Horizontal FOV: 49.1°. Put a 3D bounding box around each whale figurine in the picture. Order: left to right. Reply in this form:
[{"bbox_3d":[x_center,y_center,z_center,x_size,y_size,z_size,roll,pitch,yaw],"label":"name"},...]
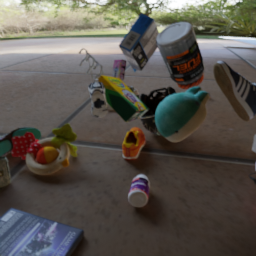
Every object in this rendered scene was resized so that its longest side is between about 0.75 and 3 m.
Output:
[{"bbox_3d":[1.523,-0.612,8.170,1.162,1.782,2.240,41,41,-9],"label":"whale figurine"}]

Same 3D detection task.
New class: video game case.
[{"bbox_3d":[-2.439,2.747,6.655,2.276,0.216,1.626,10,27,19],"label":"video game case"}]

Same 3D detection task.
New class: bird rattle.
[{"bbox_3d":[-2.927,0.790,9.868,2.336,1.316,1.905,-9,42,-12],"label":"bird rattle"}]

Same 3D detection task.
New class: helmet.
[{"bbox_3d":[1.410,-0.619,11.920,1.999,1.906,1.999,-3,-17,-1],"label":"helmet"}]

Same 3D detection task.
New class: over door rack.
[{"bbox_3d":[-1.348,-2.133,11.026,0.566,1.700,1.256,-35,59,-8],"label":"over door rack"}]

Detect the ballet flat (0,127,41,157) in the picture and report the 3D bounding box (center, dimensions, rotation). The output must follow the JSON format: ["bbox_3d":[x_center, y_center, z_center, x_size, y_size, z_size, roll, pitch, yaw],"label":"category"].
[{"bbox_3d":[-4.571,0.534,10.748,0.894,0.894,2.486,16,28,32],"label":"ballet flat"}]

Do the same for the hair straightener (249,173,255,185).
[{"bbox_3d":[4.093,1.736,7.996,1.386,0.284,0.533,38,59,17],"label":"hair straightener"}]

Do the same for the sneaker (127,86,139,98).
[{"bbox_3d":[-0.128,-2.079,16.447,2.037,0.809,0.799,20,33,39],"label":"sneaker"}]

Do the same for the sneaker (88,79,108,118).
[{"bbox_3d":[-0.610,-0.633,5.688,0.343,0.860,0.560,-6,59,2],"label":"sneaker"}]

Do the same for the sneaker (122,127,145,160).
[{"bbox_3d":[0.264,0.413,10.973,0.809,0.855,2.216,2,23,6],"label":"sneaker"}]

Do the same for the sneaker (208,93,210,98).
[{"bbox_3d":[4.427,-1.993,16.751,0.931,0.365,0.351,6,24,12],"label":"sneaker"}]

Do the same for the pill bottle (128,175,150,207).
[{"bbox_3d":[0.341,1.816,8.246,0.563,0.563,1.001,4,25,8],"label":"pill bottle"}]

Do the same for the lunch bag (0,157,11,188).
[{"bbox_3d":[-4.283,1.391,8.737,1.116,0.916,0.656,-4,20,-7],"label":"lunch bag"}]

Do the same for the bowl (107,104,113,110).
[{"bbox_3d":[-0.834,-1.331,15.299,1.053,0.394,1.055,-5,27,-9],"label":"bowl"}]

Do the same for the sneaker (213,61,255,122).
[{"bbox_3d":[3.714,-1.418,9.038,1.205,2.221,0.778,-37,15,-4],"label":"sneaker"}]

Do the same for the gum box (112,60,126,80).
[{"bbox_3d":[-0.367,-2.276,11.097,0.453,0.799,0.264,8,0,43],"label":"gum box"}]

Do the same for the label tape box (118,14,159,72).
[{"bbox_3d":[0.723,-3.705,13.027,0.790,1.799,2.495,33,-4,25],"label":"label tape box"}]

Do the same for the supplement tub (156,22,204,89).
[{"bbox_3d":[2.302,-2.974,11.895,1.567,2.558,1.567,-18,43,18],"label":"supplement tub"}]

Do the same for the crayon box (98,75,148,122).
[{"bbox_3d":[-0.180,-0.915,8.645,1.468,0.496,1.701,47,16,6],"label":"crayon box"}]

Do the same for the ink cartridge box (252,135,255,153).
[{"bbox_3d":[5.765,0.696,10.466,1.724,0.730,1.246,-7,25,-17],"label":"ink cartridge box"}]
